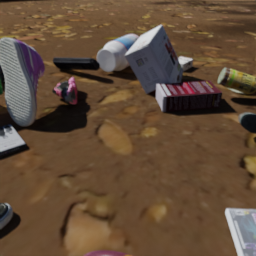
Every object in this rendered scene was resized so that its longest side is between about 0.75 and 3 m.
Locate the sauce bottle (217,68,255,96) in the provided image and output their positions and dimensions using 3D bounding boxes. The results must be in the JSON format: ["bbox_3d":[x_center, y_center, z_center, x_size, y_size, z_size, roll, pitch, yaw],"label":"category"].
[{"bbox_3d":[4.255,-1.520,9.865,2.061,0.667,0.667,18,33,3],"label":"sauce bottle"}]

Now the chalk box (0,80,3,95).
[{"bbox_3d":[-5.416,-1.156,8.815,2.671,1.667,1.656,-23,38,-34],"label":"chalk box"}]

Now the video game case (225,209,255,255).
[{"bbox_3d":[2.546,2.037,4.990,1.282,0.165,1.411,2,31,2],"label":"video game case"}]

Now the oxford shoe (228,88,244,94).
[{"bbox_3d":[4.170,-1.635,10.833,0.474,0.364,1.260,-15,36,-28],"label":"oxford shoe"}]

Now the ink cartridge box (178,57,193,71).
[{"bbox_3d":[2.479,-2.955,12.963,0.673,0.380,0.916,22,38,33],"label":"ink cartridge box"}]

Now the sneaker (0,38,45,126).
[{"bbox_3d":[-3.090,-1.408,8.911,0.977,2.695,1.536,-9,-1,19],"label":"sneaker"}]

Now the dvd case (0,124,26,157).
[{"bbox_3d":[-3.540,0.359,7.743,0.999,0.164,1.329,-21,37,-31],"label":"dvd case"}]

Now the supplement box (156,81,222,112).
[{"bbox_3d":[2.056,-1.116,9.715,2.014,0.613,1.096,-5,32,-5],"label":"supplement box"}]

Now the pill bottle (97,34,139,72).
[{"bbox_3d":[-0.332,-3.383,12.766,1.316,1.316,2.421,17,34,25],"label":"pill bottle"}]

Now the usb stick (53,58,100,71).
[{"bbox_3d":[-2.295,-2.786,12.156,2.426,0.673,0.396,10,69,33],"label":"usb stick"}]

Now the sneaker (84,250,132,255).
[{"bbox_3d":[0.347,2.158,3.849,2.521,1.136,0.945,13,34,21],"label":"sneaker"}]

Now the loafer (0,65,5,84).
[{"bbox_3d":[-5.282,-2.707,11.928,1.041,1.034,2.860,4,31,8],"label":"loafer"}]

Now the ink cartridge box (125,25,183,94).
[{"bbox_3d":[1.160,-2.523,11.094,1.072,2.245,2.557,-20,24,29],"label":"ink cartridge box"}]

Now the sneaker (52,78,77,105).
[{"bbox_3d":[-2.278,-1.258,9.983,0.854,0.708,1.791,-8,24,-5],"label":"sneaker"}]

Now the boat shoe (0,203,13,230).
[{"bbox_3d":[-3.065,1.787,5.049,1.853,0.524,0.636,-20,36,-29],"label":"boat shoe"}]

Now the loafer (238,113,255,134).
[{"bbox_3d":[3.714,-0.101,8.008,1.485,0.533,0.467,16,16,-16],"label":"loafer"}]
